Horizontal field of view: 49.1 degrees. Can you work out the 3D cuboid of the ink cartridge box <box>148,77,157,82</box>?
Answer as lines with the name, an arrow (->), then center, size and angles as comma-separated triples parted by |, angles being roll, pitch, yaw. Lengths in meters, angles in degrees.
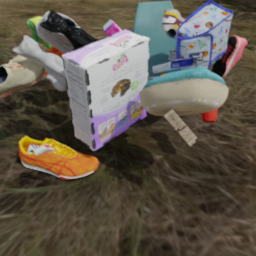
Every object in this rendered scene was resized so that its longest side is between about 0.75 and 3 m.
ink cartridge box -> 0.589, -2.159, 13.687 | 2.428, 1.022, 1.755 | -20, 40, -25

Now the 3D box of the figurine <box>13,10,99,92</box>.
figurine -> -2.181, -2.455, 8.621 | 1.999, 0.882, 2.049 | 37, 68, -2

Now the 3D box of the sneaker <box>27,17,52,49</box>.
sneaker -> -3.680, -4.067, 12.545 | 0.960, 2.297, 0.851 | 13, 67, 19

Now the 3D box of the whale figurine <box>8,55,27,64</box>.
whale figurine -> -4.073, -2.505, 10.700 | 0.962, 0.499, 0.765 | -16, 41, 9

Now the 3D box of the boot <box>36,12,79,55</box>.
boot -> -2.065, -3.315, 10.832 | 2.925, 1.076, 1.398 | 25, -13, -27

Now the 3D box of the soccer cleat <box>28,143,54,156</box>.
soccer cleat -> -2.405, 0.621, 7.718 | 0.786, 0.270, 0.335 | 6, 61, 17

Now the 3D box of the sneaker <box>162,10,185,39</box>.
sneaker -> 1.591, -3.247, 9.221 | 0.621, 0.747, 1.657 | 16, 5, 39

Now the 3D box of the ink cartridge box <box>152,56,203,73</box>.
ink cartridge box -> 1.318, -1.669, 7.450 | 0.987, 0.201, 0.989 | -15, 8, -30

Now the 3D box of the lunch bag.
lunch bag -> 2.287, -2.701, 8.859 | 1.916, 1.629, 1.187 | -38, 57, -16

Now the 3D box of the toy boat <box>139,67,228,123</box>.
toy boat -> 1.731, -0.989, 7.881 | 2.469, 1.365, 2.937 | -5, -10, 41

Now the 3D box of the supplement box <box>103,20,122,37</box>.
supplement box -> -0.461, -3.312, 9.774 | 0.400, 0.774, 0.392 | -36, 39, 22

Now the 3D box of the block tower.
block tower -> 1.285, -0.020, 6.916 | 0.272, 1.009, 0.292 | -41, 16, 5

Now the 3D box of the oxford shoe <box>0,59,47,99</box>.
oxford shoe -> -3.405, -1.673, 8.638 | 2.211, 0.816, 0.783 | -37, 78, -15

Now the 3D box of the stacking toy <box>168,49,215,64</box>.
stacking toy -> 2.283, -2.770, 10.624 | 1.821, 0.428, 1.373 | 7, 23, -2

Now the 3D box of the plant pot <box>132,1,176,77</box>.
plant pot -> 1.097, -3.583, 11.693 | 2.040, 2.887, 2.039 | -2, 10, 4

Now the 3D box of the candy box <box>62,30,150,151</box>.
candy box -> -0.561, -1.168, 8.733 | 1.063, 2.973, 2.493 | 33, 50, 32

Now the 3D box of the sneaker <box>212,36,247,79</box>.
sneaker -> 3.660, -2.394, 9.986 | 0.763, 1.760, 0.649 | -5, 46, -26

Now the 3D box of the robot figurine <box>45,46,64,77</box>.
robot figurine -> -2.801, -2.759, 11.772 | 1.296, 1.050, 1.801 | 46, 47, -7

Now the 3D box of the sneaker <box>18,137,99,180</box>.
sneaker -> -2.394, 0.964, 9.322 | 2.869, 1.107, 1.047 | 8, 35, 9
